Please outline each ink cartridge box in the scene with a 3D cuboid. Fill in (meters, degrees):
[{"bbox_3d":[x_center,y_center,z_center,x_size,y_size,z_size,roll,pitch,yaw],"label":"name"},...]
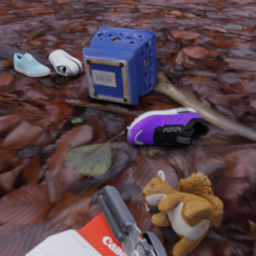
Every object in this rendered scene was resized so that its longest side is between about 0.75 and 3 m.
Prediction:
[{"bbox_3d":[-0.644,2.563,5.241,1.923,0.675,2.366,28,47,33],"label":"ink cartridge box"}]

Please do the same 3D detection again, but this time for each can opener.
[{"bbox_3d":[0.053,2.133,5.938,0.728,0.581,2.177,20,18,-36],"label":"can opener"}]

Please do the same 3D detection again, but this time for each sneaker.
[{"bbox_3d":[1.313,0.101,8.436,2.611,0.908,1.299,-15,37,-20],"label":"sneaker"},{"bbox_3d":[-3.127,-2.986,13.065,2.203,0.841,0.887,27,52,36],"label":"sneaker"},{"bbox_3d":[-4.518,-2.927,12.867,2.101,0.861,0.776,17,39,23],"label":"sneaker"}]

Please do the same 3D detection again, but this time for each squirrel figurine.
[{"bbox_3d":[1.161,1.637,6.175,1.660,1.174,1.549,-16,32,-32],"label":"squirrel figurine"}]

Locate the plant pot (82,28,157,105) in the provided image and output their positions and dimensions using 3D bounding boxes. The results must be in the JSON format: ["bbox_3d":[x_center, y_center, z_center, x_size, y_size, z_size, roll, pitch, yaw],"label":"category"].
[{"bbox_3d":[-0.355,-2.266,10.683,2.381,2.380,2.140,12,41,21],"label":"plant pot"}]
